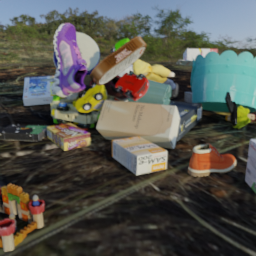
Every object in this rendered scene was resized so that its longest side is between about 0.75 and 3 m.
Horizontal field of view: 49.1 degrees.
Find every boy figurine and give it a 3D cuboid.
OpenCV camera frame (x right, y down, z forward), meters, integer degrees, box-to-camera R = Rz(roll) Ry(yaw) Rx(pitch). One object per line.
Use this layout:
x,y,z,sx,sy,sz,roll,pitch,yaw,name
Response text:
1.009,-1.806,10.260,1.369,0.709,2.202,-15,-29,37,boy figurine

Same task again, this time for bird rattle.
4.346,-0.418,10.424,1.446,0.815,1.179,-6,1,-29,bird rattle

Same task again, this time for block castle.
-2.088,1.359,4.584,1.311,0.615,0.876,9,18,27,block castle

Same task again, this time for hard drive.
-3.405,0.154,9.198,1.417,0.268,0.990,1,17,5,hard drive

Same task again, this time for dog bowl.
-1.954,-2.729,10.640,1.689,1.689,0.665,-6,-12,-20,dog bowl

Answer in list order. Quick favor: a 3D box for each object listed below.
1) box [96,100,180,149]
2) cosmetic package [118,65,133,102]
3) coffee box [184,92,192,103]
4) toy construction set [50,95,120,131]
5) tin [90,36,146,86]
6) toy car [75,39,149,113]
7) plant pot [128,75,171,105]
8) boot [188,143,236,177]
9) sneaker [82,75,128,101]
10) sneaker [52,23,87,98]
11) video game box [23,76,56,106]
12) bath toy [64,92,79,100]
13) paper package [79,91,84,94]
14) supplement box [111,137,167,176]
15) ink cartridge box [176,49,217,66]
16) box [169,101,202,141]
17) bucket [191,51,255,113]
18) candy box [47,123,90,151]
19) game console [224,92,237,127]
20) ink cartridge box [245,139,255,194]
0.317,-0.125,8.308,2.239,1.063,0.870,6,-22,21,box
-0.512,-2.431,15.060,1.821,1.832,2.189,8,19,22,cosmetic package
3.547,-1.484,14.181,0.756,0.534,1.337,-9,19,-28,coffee box
-1.696,-0.719,10.554,2.945,1.357,1.931,-4,13,26,toy construction set
-0.195,-1.441,6.116,1.446,0.303,0.810,-39,1,-13,tin
-0.285,-1.669,8.744,2.774,2.611,0.619,-11,-37,37,toy car
0.757,-1.069,9.344,1.184,1.209,1.209,13,20,18,plant pot
2.055,0.697,6.653,1.336,0.717,0.501,-6,16,-25,boot
-0.821,-1.551,9.294,1.975,0.747,1.141,13,-14,7,sneaker
-1.806,-2.204,9.214,1.060,2.398,0.964,3,4,27,sneaker
-4.238,-1.981,14.522,2.228,0.521,2.029,-7,44,-12,video game box
-2.302,-1.542,10.716,0.658,0.775,1.781,26,16,-24,bath toy
-1.175,-1.328,11.555,1.766,0.958,1.852,41,0,-25,paper package
0.245,0.655,7.064,0.861,0.502,1.366,-8,17,-28,supplement box
2.937,-3.058,12.156,1.609,0.543,0.937,1,0,1,ink cartridge box
1.213,-0.406,10.229,2.272,0.735,2.881,8,19,29,box
3.953,-1.735,11.356,2.962,1.927,2.962,8,-3,0,bucket
-1.865,0.249,8.644,0.846,0.409,1.450,-11,19,-32,candy box
3.339,-0.676,9.057,0.155,1.282,0.756,-6,50,31,game console
2.779,0.806,5.756,0.419,0.994,0.726,0,17,1,ink cartridge box
